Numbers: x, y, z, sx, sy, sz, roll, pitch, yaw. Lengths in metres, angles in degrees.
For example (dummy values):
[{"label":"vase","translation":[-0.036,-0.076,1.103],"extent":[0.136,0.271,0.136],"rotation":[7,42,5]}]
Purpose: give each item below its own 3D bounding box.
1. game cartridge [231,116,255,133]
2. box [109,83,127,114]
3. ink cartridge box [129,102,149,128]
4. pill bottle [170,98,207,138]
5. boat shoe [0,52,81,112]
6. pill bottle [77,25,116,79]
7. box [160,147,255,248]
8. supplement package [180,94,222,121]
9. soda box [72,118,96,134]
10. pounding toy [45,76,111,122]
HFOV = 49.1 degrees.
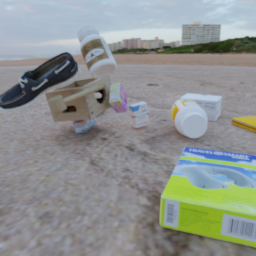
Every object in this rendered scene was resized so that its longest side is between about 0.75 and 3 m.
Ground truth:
[{"label":"game cartridge","translation":[5.345,-0.145,11.115],"extent":[1.809,0.293,1.595],"rotation":[-3,16,-20]},{"label":"box","translation":[-0.345,-1.062,10.045],"extent":[0.392,0.714,0.812],"rotation":[-9,57,19]},{"label":"ink cartridge box","translation":[0.434,-0.513,10.859],"extent":[0.626,0.858,0.361],"rotation":[-18,22,-22]},{"label":"pill bottle","translation":[2.205,-0.340,10.136],"extent":[1.130,1.130,2.034],"rotation":[0,17,2]},{"label":"boat shoe","translation":[-2.840,-1.436,8.656],"extent":[2.765,0.834,1.022],"rotation":[-25,51,-2]},{"label":"pill bottle","translation":[-1.044,-2.428,8.908],"extent":[0.884,1.546,0.884],"rotation":[-22,-16,-6]},{"label":"box","translation":[1.859,1.164,5.869],"extent":[1.775,0.694,2.911],"rotation":[7,18,19]},{"label":"supplement package","translation":[3.285,-0.965,12.701],"extent":[1.632,0.905,1.271],"rotation":[9,19,25]},{"label":"soda box","translation":[-1.668,-0.196,10.782],"extent":[0.427,0.460,1.344],"rotation":[-11,13,14]},{"label":"pounding toy","translation":[-1.599,-0.816,9.654],"extent":[2.488,1.295,2.831],"rotation":[-3,22,30]}]
